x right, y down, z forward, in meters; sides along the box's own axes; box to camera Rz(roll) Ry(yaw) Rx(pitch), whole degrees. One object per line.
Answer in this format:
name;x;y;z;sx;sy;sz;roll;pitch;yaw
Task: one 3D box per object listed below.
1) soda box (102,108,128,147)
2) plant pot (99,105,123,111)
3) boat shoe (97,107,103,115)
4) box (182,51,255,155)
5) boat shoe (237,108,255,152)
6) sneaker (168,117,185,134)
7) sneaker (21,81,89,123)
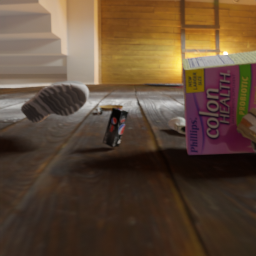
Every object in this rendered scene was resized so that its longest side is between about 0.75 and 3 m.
soda box;-0.377;-0.012;8.402;0.402;1.136;0.360;24;15;32
plant pot;-1.026;-1.201;16.795;1.479;0.203;1.479;-1;12;0
boat shoe;-1.509;-0.897;15.167;0.268;0.324;0.945;6;18;-5
box;2.876;-0.667;7.451;2.727;2.399;1.319;-3;25;10
boat shoe;3.227;0.350;6.591;1.860;0.636;0.695;43;8;-19
sneaker;2.016;-0.066;10.651;0.601;0.527;1.500;-12;17;-35
sneaker;-2.328;-1.063;9.109;2.949;1.102;1.209;-9;36;38
